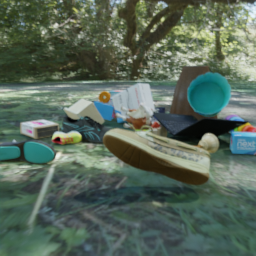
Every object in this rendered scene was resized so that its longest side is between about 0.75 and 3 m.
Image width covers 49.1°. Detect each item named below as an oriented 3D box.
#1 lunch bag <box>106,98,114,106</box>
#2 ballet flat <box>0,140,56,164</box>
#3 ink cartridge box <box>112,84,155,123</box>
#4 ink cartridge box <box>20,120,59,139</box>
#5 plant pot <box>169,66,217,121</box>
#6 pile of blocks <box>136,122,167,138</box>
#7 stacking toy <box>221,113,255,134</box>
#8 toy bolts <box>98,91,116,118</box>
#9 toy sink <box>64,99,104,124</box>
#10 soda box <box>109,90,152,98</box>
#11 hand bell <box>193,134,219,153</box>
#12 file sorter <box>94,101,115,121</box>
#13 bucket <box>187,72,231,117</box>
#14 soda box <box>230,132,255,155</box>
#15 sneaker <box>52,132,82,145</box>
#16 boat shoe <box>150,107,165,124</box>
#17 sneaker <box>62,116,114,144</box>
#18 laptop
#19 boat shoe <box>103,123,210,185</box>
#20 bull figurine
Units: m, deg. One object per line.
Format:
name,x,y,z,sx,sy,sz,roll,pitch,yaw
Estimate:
lunch bag,-0.739,-1.240,15.588,1.057,0.899,0.674,-3,13,-10
ballet flat,-2.829,0.628,7.792,1.888,0.690,0.690,-1,12,7
ink cartridge box,0.220,-1.072,12.516,0.750,1.287,1.780,-6,-10,-44
ink cartridge box,-3.423,0.036,10.828,1.217,0.457,1.002,13,17,42
plant pot,3.374,-1.827,14.268,2.444,2.615,2.444,0,13,0
pile of blocks,0.710,0.159,9.706,0.897,0.679,2.184,9,14,26
stacking toy,4.213,0.022,10.384,0.787,0.787,1.844,-3,17,-13
toy bolts,-1.036,-1.151,14.749,1.425,1.361,0.988,19,5,0
toy sink,-1.817,-0.549,11.532,0.862,1.003,1.539,-41,28,-18
soda box,0.101,-1.879,18.192,2.937,1.004,0.934,9,15,36
hand bell,1.880,0.511,7.400,1.048,0.546,0.546,-12,17,-41
file sorter,-1.182,-0.874,13.861,1.014,0.703,0.622,16,15,9
bucket,3.187,-1.269,11.167,1.695,1.695,1.102,3,-4,12
soda box,4.024,0.487,8.494,1.695,0.575,0.544,3,13,11
sneaker,-2.093,0.397,9.503,1.057,0.413,0.477,-2,22,10
boat shoe,1.150,-0.501,12.355,0.601,0.747,1.611,-8,4,37
sneaker,-1.339,0.057,9.836,2.170,0.860,0.818,3,14,7
laptop,2.407,-0.356,9.865,2.164,1.261,2.442,3,30,-31
boat shoe,0.603,0.491,5.851,2.285,0.716,0.838,23,-33,-4
bull figurine,0.339,-0.319,10.229,1.314,0.705,2.164,18,-16,18
